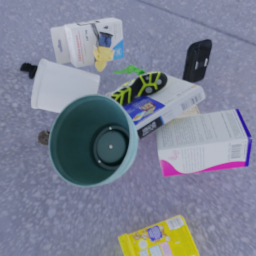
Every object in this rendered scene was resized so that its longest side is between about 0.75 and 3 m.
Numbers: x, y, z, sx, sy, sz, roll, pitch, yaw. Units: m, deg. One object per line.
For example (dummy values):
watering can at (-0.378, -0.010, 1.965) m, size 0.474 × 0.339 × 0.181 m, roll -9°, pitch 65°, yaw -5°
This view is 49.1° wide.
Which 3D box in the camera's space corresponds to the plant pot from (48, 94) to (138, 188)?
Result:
plant pot at (-0.767, 0.466, 8.220) m, size 2.535 × 1.699 × 2.535 m, roll -5°, pitch 76°, yaw 22°

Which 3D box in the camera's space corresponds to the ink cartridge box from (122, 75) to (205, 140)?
ink cartridge box at (0.859, -0.899, 10.066) m, size 2.680 × 0.637 × 2.712 m, roll -33°, pitch 26°, yaw -8°

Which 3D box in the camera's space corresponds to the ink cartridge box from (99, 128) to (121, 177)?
ink cartridge box at (-0.640, 0.705, 10.308) m, size 1.145 × 0.663 × 1.965 m, roll 15°, pitch 50°, yaw -11°

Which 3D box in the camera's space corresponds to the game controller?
game controller at (2.845, -2.661, 11.582) m, size 1.106 × 2.120 × 0.446 m, roll -26°, pitch 56°, yaw -18°

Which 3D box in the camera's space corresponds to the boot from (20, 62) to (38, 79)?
boot at (-4.522, -2.576, 12.610) m, size 0.687 × 0.310 × 0.838 m, roll 11°, pitch 60°, yaw 2°

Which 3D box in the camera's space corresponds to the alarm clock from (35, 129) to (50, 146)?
alarm clock at (-3.375, 0.464, 11.183) m, size 0.867 × 0.585 × 0.289 m, roll -33°, pitch 26°, yaw 18°

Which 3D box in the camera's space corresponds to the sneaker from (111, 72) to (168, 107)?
sneaker at (0.372, -1.524, 10.104) m, size 2.179 × 0.821 × 0.832 m, roll -19°, pitch 25°, yaw 17°

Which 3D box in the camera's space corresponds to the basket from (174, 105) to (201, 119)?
basket at (2.179, -0.360, 11.218) m, size 1.318 × 0.893 × 0.813 m, roll -3°, pitch 45°, yaw 1°

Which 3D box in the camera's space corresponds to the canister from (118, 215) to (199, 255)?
canister at (1.013, 4.087, 9.376) m, size 2.295 × 0.993 × 1.705 m, roll -18°, pitch 68°, yaw -9°

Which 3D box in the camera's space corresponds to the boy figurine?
boy figurine at (-0.919, -2.861, 10.651) m, size 0.900 × 1.447 × 0.466 m, roll -6°, pitch 31°, yaw -33°

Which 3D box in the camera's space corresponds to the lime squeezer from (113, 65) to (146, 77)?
lime squeezer at (0.362, -2.149, 11.792) m, size 2.470 × 0.872 × 0.466 m, roll 25°, pitch 49°, yaw 18°

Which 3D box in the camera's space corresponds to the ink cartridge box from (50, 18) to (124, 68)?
ink cartridge box at (-1.532, -3.295, 10.933) m, size 2.600 × 1.508 × 0.882 m, roll -18°, pitch 34°, yaw -21°

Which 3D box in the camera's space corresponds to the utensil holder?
utensil holder at (-2.413, -1.470, 10.982) m, size 2.269 × 1.928 × 1.928 m, roll 12°, pitch 66°, yaw -11°

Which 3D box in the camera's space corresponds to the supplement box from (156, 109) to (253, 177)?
supplement box at (2.424, 0.530, 9.417) m, size 2.849 × 1.442 × 1.472 m, roll -9°, pitch 43°, yaw 7°

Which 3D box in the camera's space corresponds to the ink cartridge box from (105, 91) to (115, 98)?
ink cartridge box at (-0.285, -1.075, 11.496) m, size 1.249 × 0.525 × 0.912 m, roll -11°, pitch 57°, yaw 18°
